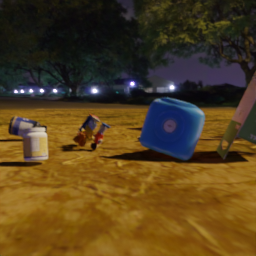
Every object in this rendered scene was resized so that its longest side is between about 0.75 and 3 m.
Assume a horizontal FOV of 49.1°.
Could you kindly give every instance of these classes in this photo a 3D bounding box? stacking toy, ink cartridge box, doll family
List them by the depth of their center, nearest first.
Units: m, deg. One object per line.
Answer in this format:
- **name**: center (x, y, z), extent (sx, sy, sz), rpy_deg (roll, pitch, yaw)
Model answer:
- **ink cartridge box**: center (3.380, -0.278, 7.508), extent (0.774, 2.611, 1.355), rpy_deg (25, 10, 5)
- **stacking toy**: center (1.539, 0.170, 8.228), extent (1.518, 1.436, 2.616), rpy_deg (18, -3, 25)
- **doll family**: center (-1.322, 0.098, 8.843), extent (0.748, 1.030, 1.660), rpy_deg (30, 1, -28)

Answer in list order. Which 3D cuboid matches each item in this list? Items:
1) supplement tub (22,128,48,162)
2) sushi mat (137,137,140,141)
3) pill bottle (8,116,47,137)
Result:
- **supplement tub**: center (-2.213, 0.393, 6.667), extent (0.559, 0.768, 0.559), rpy_deg (-3, -2, 0)
- **sushi mat**: center (1.648, 0.315, 11.239), extent (1.417, 0.179, 2.961), rpy_deg (4, 7, 29)
- **pill bottle**: center (-3.775, 0.045, 10.596), extent (1.287, 0.720, 0.720), rpy_deg (14, 3, -10)
